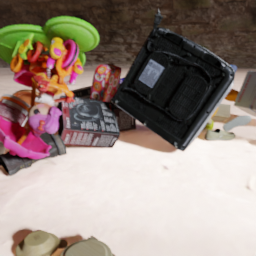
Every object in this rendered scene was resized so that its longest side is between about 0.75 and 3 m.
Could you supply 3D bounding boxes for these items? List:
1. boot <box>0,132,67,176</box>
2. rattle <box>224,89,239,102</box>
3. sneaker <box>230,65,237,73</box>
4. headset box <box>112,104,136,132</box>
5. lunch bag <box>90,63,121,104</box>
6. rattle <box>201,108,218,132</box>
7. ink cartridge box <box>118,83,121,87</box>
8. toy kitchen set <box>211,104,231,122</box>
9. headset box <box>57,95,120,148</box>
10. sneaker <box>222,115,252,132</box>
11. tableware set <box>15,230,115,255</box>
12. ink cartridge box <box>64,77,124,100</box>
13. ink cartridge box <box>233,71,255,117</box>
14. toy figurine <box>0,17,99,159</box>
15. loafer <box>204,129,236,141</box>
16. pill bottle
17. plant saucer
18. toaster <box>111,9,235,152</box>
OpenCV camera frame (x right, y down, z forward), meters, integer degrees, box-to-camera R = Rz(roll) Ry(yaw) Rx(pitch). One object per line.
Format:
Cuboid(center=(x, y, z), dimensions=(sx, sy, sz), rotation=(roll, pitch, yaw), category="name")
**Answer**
Cuboid(center=(-2.403, 0.496, 6.727), dimensions=(1.460, 0.581, 1.677), rotation=(-21, 25, -26), category="boot")
Cuboid(center=(3.228, -0.991, 11.413), dimensions=(2.315, 1.507, 1.654), rotation=(-23, 57, -40), category="rattle")
Cuboid(center=(2.984, -1.531, 9.812), dimensions=(0.938, 0.843, 2.280), rotation=(36, -20, 6), category="sneaker")
Cuboid(center=(-1.074, -0.346, 9.354), dimensions=(2.194, 0.847, 1.633), rotation=(-11, 18, -32), category="headset box")
Cuboid(center=(-0.638, -1.327, 8.758), dimensions=(0.538, 1.313, 1.157), rotation=(26, 28, 21), category="lunch bag")
Cuboid(center=(2.104, -0.372, 8.980), dimensions=(0.874, 0.959, 1.343), rotation=(23, -20, -37), category="rattle")
Cuboid(center=(-0.138, -1.092, 9.580), dimensions=(1.106, 0.242, 1.116), rotation=(10, 47, 22), category="ink cartridge box")
Cuboid(center=(2.556, -1.501, 10.699), dimensions=(2.188, 2.425, 1.978), rotation=(7, -8, 3), category="toy kitchen set")
Cuboid(center=(-1.182, -0.161, 7.520), dimensions=(1.673, 0.646, 1.245), rotation=(5, 46, -25), category="headset box")
Cuboid(center=(3.231, -0.175, 8.353), dimensions=(0.858, 0.328, 0.345), rotation=(-22, 2, 24), category="sneaker")
Cuboid(center=(-1.087, 1.702, 3.255), dimensions=(1.451, 0.202, 1.737), rotation=(8, 18, 31), category="tableware set")
Cuboid(center=(-0.932, -1.308, 11.255), dimensions=(2.436, 0.529, 2.413), rotation=(-13, -6, 11), category="ink cartridge box")
Cuboid(center=(5.118, -1.047, 9.897), dimensions=(1.401, 1.426, 1.937), rotation=(21, 4, -32), category="ink cartridge box")
Cuboid(center=(-1.789, -0.610, 5.865), dimensions=(2.710, 2.494, 2.034), rotation=(-11, -21, 38), category="toy figurine")
Cuboid(center=(2.767, 0.193, 8.375), dimensions=(0.993, 0.339, 0.376), rotation=(-4, 16, -14), category="loafer")
Cuboid(center=(-3.105, -0.045, 6.953), dimensions=(0.827, 0.827, 1.448), rotation=(8, 61, 27), category="pill bottle")
Cuboid(center=(-3.005, -0.535, 8.782), dimensions=(1.507, 1.507, 0.243), rotation=(2, 35, 8), category="plant saucer")
Cuboid(center=(1.282, -1.155, 7.578), dimensions=(2.491, 2.755, 1.635), rotation=(36, 16, 16), category="toaster")
